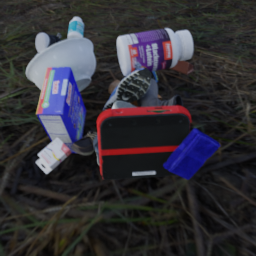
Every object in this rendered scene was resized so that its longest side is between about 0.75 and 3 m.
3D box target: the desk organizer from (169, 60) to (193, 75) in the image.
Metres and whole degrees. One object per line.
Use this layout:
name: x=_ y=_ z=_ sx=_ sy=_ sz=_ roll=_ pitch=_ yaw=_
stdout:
desk organizer: x=2.498 y=-3.342 z=14.266 sx=1.677 sy=0.646 sz=0.601 roll=29 pitch=47 yaw=30

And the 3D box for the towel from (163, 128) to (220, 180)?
towel: x=1.608 y=0.717 z=7.021 sx=0.963 sy=1.304 sz=0.323 roll=28 pitch=21 yaw=-27

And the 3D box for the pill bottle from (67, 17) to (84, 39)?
pill bottle: x=-1.896 y=-3.568 z=10.202 sx=0.531 sy=0.531 sz=0.959 roll=0 pitch=64 yaw=0

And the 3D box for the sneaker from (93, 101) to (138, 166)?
sneaker: x=0.383 y=0.576 z=8.110 sx=2.831 sy=2.046 sz=1.076 roll=21 pitch=28 yaw=-22

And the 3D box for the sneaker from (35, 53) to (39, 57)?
sneaker: x=-4.148 y=-4.094 z=15.129 sx=1.076 sy=0.703 sz=1.872 roll=18 pitch=46 yaw=16

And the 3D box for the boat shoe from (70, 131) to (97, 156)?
boat shoe: x=-1.204 y=0.395 z=8.925 sx=0.644 sy=0.634 sz=1.729 roll=26 pitch=16 yaw=18

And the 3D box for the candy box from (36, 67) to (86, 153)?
candy box: x=-2.100 y=-0.521 z=9.199 sx=0.873 sy=2.265 sz=1.915 roll=-1 pitch=55 yaw=4

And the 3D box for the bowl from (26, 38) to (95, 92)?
bowl: x=-2.222 y=-1.985 z=10.358 sx=2.730 sy=2.730 sz=1.227 roll=-27 pitch=83 yaw=-29

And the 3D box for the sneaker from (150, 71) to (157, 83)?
sneaker: x=0.589 y=-2.453 z=11.204 sx=0.700 sy=1.689 sz=0.599 roll=-27 pitch=18 yaw=1

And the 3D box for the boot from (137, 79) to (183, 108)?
boot: x=1.173 y=-0.823 z=9.940 sx=1.815 sy=0.962 sz=2.757 roll=-21 pitch=52 yaw=44

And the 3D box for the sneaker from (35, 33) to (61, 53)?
sneaker: x=-2.649 y=-2.411 z=9.933 sx=0.706 sy=1.871 sz=1.065 roll=22 pitch=32 yaw=30

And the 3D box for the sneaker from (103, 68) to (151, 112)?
sneaker: x=-0.070 y=-1.385 z=10.209 sx=0.950 sy=2.420 sz=1.079 roll=32 pitch=40 yaw=-20

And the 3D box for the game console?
game console: x=0.405 y=0.434 z=7.170 sx=2.326 sy=2.057 sz=0.361 roll=-3 pitch=33 yaw=-4

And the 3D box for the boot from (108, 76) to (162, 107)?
boot: x=0.636 y=-1.748 z=12.170 sx=1.985 sy=0.945 sz=2.566 roll=29 pitch=55 yaw=22

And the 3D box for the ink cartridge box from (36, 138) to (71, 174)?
ink cartridge box: x=-2.205 y=0.815 z=8.136 sx=0.553 sy=0.320 sz=0.949 roll=41 pitch=73 yaw=15

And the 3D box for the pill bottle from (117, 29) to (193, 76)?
pill bottle: x=0.951 y=-2.754 z=10.035 sx=2.518 sy=1.403 sz=1.403 roll=-13 pitch=41 yaw=-7
